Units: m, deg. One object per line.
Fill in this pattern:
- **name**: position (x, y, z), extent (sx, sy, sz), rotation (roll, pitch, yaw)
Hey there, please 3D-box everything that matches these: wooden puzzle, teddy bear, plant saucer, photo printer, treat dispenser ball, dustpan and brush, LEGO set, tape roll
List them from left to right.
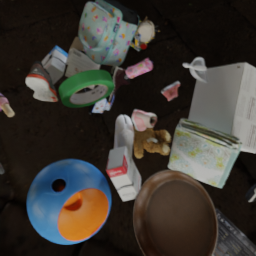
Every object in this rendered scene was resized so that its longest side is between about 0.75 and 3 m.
- **treat dispenser ball**: position (-1.633, 2.029, 7.865), extent (2.301, 2.301, 2.301), rotation (0, 59, 0)
- **wooden puzzle**: position (-2.445, -4.363, 14.631), extent (1.052, 0.182, 1.559), rotation (15, 60, 14)
- **tape roll**: position (-1.371, -1.276, 9.346), extent (1.807, 1.807, 0.434), rotation (-19, 75, -11)
- **photo printer**: position (-0.158, 0.411, 9.227), extent (0.539, 1.551, 1.291), rotation (2, 24, -7)
- **LEGO set**: position (0.589, -4.950, 14.451), extent (1.830, 1.060, 1.407), rotation (-34, 64, -19)
- **teddy bear**: position (0.677, 0.490, 11.442), extent (2.247, 0.750, 1.629), rotation (-3, 66, -11)
- **plant saucer**: position (1.163, 2.333, 7.071), extent (0.403, 2.513, 2.513), rotation (11, 46, -45)
- **dustpan and brush**: position (2.025, -1.799, 8.456), extent (1.134, 0.324, 0.791), rotation (-1, 78, -27)

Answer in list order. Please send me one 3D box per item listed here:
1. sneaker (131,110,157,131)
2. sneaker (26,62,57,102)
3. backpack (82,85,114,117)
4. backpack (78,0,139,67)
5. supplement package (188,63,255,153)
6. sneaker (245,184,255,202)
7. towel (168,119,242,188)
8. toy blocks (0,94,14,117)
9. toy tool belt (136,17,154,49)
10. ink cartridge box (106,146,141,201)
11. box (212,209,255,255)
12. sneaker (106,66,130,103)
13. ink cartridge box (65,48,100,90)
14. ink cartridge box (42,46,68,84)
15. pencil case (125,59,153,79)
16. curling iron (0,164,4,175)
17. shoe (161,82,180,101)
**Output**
- **sneaker**: position (0.602, -0.161, 9.116), extent (0.708, 1.355, 0.510), rotation (14, 77, 18)
- **sneaker**: position (-2.849, -1.548, 9.627), extent (0.849, 2.204, 0.902), rotation (6, 75, -6)
- **backpack**: position (-1.221, -1.450, 12.118), extent (1.149, 1.421, 1.492), rotation (-6, 57, -23)
- **backpack**: position (-0.841, -3.460, 10.458), extent (1.710, 2.230, 1.960), rotation (-13, 44, -38)
- **supplement package**: position (3.089, -0.602, 8.873), extent (1.330, 1.869, 2.399), rotation (16, 85, -30)
- **sneaker**: position (5.540, 2.124, 10.218), extent (2.623, 0.941, 1.086), rotation (-27, 62, -16)
- **towel**: position (2.129, 0.780, 8.073), extent (1.770, 2.067, 0.498), rotation (22, 48, 19)
- **toy blocks**: position (-5.163, -0.635, 9.326), extent (1.679, 1.796, 1.512), rotation (-45, 70, 11)
- **toy tool belt**: position (0.592, -3.345, 9.881), extent (0.609, 0.975, 0.599), rotation (5, 53, -2)
- **ink cartridge box**: position (-0.101, 1.327, 8.071), extent (0.534, 1.276, 0.921), rotation (-17, 29, 15)
- **box**: position (3.159, 4.132, 9.222), extent (1.777, 0.542, 2.243), rotation (-37, 66, -20)
- **sneaker**: position (-0.327, -1.551, 10.441), extent (0.802, 1.389, 0.525), rotation (7, 20, -24)
- **ink cartridge box**: position (-1.832, -2.286, 11.055), extent (0.305, 1.366, 1.204), rotation (-3, 69, 48)
- **ink cartridge box**: position (-2.970, -2.361, 10.935), extent (1.047, 0.604, 1.443), rotation (-36, 36, 27)
- **pencil case**: position (0.307, -1.644, 7.786), extent (0.789, 0.345, 0.345), rotation (-17, 48, 41)
- **curling iron**: position (-3.853, 1.002, 7.743), extent (0.717, 2.892, 0.370), rotation (9, 75, -6)
- **shoe**: position (1.793, -1.444, 11.137), extent (1.133, 0.405, 0.515), rotation (-31, 85, -42)
